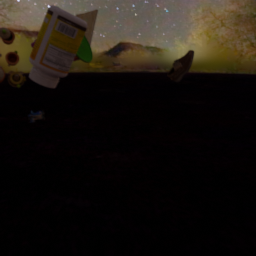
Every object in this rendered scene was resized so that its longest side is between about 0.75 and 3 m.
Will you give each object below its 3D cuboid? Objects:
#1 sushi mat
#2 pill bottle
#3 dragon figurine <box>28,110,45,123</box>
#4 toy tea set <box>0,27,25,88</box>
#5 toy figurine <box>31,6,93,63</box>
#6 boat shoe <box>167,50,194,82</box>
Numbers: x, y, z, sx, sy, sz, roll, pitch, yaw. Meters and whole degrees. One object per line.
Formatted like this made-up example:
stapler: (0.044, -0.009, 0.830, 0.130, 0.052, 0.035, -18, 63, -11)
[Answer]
sushi mat: (-2.173, -4.287, 12.988, 1.347, 2.816, 0.170, -4, -26, 25)
pill bottle: (-2.382, -2.596, 9.216, 1.329, 2.433, 1.329, 26, 15, -8)
dragon figurine: (-3.987, -0.529, 12.068, 0.700, 0.414, 1.407, -5, 16, -19)
toy tea set: (-4.220, -2.363, 9.415, 1.240, 2.085, 0.772, -10, -1, -25)
toy figurine: (-2.922, -3.092, 10.874, 2.148, 2.334, 1.752, -24, 29, 22)
boat shoe: (2.210, -2.619, 11.918, 0.645, 1.798, 0.681, 17, 55, -9)
